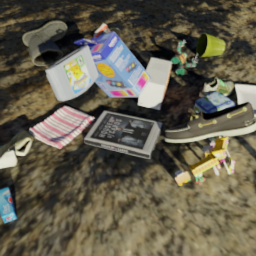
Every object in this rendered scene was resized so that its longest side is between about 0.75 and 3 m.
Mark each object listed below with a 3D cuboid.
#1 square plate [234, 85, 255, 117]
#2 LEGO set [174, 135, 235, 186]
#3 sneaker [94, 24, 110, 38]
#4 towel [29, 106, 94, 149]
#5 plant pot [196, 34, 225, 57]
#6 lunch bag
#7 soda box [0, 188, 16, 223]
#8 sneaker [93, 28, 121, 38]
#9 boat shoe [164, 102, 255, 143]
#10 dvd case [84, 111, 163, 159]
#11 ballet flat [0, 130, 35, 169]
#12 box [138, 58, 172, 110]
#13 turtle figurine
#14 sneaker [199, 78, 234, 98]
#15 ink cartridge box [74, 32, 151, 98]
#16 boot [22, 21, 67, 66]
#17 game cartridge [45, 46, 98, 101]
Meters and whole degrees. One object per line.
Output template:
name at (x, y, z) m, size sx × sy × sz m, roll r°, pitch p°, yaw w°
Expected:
square plate at (4.986, -0.895, 10.230) m, size 2.030 × 0.289 × 2.011 m, roll 8°, pitch 40°, yaw 10°
LEGO set at (2.287, 1.042, 7.697) m, size 2.237 × 0.832 × 1.029 m, roll -40°, pitch 19°, yaw -32°
sneaker at (-0.821, -3.262, 9.955) m, size 0.579 × 0.615 × 1.503 m, roll -42°, pitch 14°, yaw 13°
towel at (-2.161, -0.100, 9.264) m, size 1.339 × 0.274 × 1.830 m, roll 22°, pitch 44°, yaw 24°
plant pot at (4.007, -3.897, 13.444) m, size 1.057 × 1.097 × 1.097 m, roll 3°, pitch 38°, yaw -14°
lunch bag at (3.050, -0.752, 9.897) m, size 1.224 × 0.505 × 0.984 m, roll -20°, pitch 48°, yaw -21°
soda box at (-2.969, 1.872, 6.833) m, size 0.286 × 0.270 × 0.843 m, roll -18°, pitch 43°, yaw -21°
sneaker at (-1.170, -5.186, 15.331) m, size 1.513 × 0.573 × 0.662 m, roll -18°, pitch 37°, yaw -21°
boat shoe at (2.287, -0.138, 8.222) m, size 2.653 × 0.799 × 0.946 m, roll -11°, pitch 12°, yaw 23°
dvd case at (-0.104, 0.166, 8.946) m, size 2.118 × 0.262 × 1.592 m, roll 13°, pitch 40°, yaw 14°
ballet flat at (-3.351, 0.692, 8.051) m, size 0.627 × 0.624 × 1.834 m, roll 24°, pitch 44°, yaw 10°
box at (1.014, -1.673, 10.452) m, size 0.855 × 1.091 × 1.754 m, roll 14°, pitch 43°, yaw 7°
turtle figurine at (2.456, -3.109, 12.577) m, size 1.264 × 0.850 × 1.688 m, roll 45°, pitch 46°, yaw -10°
sneaker at (3.469, -1.586, 10.714) m, size 1.675 × 0.742 × 0.644 m, roll -23°, pitch 45°, yaw -26°
ink cartridge box at (-0.635, -2.024, 8.855) m, size 1.597 × 2.340 × 0.893 m, roll 5°, pitch 56°, yaw 49°
boot at (-3.790, -4.191, 13.707) m, size 2.589 × 1.033 × 2.848 m, roll -31°, pitch 40°, yaw -14°
game cartridge at (-1.458, -1.460, 7.684) m, size 0.322 × 1.060 × 1.589 m, roll 11°, pitch 43°, yaw 34°
